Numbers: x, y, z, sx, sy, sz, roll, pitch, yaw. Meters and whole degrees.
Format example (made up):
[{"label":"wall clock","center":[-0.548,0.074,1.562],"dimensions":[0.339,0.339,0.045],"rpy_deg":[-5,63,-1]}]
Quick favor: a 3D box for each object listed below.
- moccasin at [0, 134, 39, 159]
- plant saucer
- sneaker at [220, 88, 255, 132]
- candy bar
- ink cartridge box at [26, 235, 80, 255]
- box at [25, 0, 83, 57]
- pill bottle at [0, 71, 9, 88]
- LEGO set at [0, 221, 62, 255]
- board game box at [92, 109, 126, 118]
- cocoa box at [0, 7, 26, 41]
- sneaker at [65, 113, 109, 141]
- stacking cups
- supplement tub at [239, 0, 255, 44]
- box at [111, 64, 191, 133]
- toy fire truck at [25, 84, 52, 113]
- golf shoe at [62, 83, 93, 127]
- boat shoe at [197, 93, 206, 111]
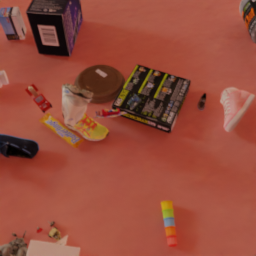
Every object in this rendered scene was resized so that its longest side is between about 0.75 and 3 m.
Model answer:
[{"label":"moccasin","center":[-4.065,0.653,9.509],"dimensions":[1.949,0.784,0.665],"rpy_deg":[3,42,4]},{"label":"plant saucer","center":[-1.186,-1.908,11.649],"dimensions":[2.168,0.319,2.168],"rpy_deg":[0,54,1]},{"label":"sneaker","center":[3.824,-0.762,10.535],"dimensions":[1.127,0.811,2.155],"rpy_deg":[32,56,20]},{"label":"candy bar","center":[-2.442,0.099,10.278],"dimensions":[2.009,0.223,0.501],"rpy_deg":[34,62,22]},{"label":"ink cartridge box","center":[-1.980,3.741,6.890],"dimensions":[1.247,1.280,1.992],"rpy_deg":[13,53,-9]},{"label":"box","center":[-3.189,-5.071,12.715],"dimensions":[1.559,2.211,2.988],"rpy_deg":[6,56,3]},{"label":"pill bottle","center":[-5.626,-1.894,11.365],"dimensions":[1.331,0.748,0.748],"rpy_deg":[-17,56,-12]},{"label":"LEGO set","center":[-2.888,3.307,7.781],"dimensions":[1.313,0.573,2.022],"rpy_deg":[36,62,23]},{"label":"board game box","center":[-0.612,-0.536,9.394],"dimensions":[0.929,0.229,1.176],"rpy_deg":[0,12,30]},{"label":"cocoa box","center":[-5.425,-4.889,13.170],"dimensions":[0.825,1.257,0.838],"rpy_deg":[-5,54,-3]},{"label":"sneaker","center":[-1.536,-0.144,10.043],"dimensions":[1.823,0.823,0.713],"rpy_deg":[21,51,14]},{"label":"stacking cups","center":[1.238,2.829,8.296],"dimensions":[0.383,0.383,1.265],"rpy_deg":[-4,59,-3]},{"label":"supplement tub","center":[6.389,-5.003,12.915],"dimensions":[1.804,1.804,2.944],"rpy_deg":[-1,54,-1]},{"label":"box","center":[0.945,-1.229,11.006],"dimensions":[2.417,0.595,2.503],"rpy_deg":[18,57,15]},{"label":"toy fire truck","center":[-2.847,-0.963,8.826],"dimensions":[0.353,1.449,1.022],"rpy_deg":[-39,98,-10]},{"label":"golf shoe","center":[-1.894,-0.753,9.423],"dimensions":[1.069,2.730,1.327],"rpy_deg":[19,94,-10]},{"label":"boat shoe","center":[2.920,-1.053,11.043],"dimensions":[0.293,0.294,0.811],"rpy_deg":[13,56,9]}]
